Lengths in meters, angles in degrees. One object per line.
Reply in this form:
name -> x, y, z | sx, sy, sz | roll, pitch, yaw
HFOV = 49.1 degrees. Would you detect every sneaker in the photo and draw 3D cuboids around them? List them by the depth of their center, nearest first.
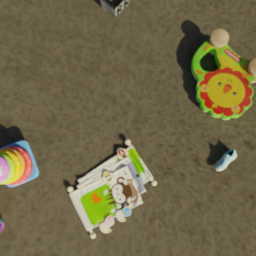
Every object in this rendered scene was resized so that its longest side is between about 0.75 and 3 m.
sneaker -> 3.246, 1.045, 9.433 | 0.949, 0.389, 0.351 | -40, 40, -14

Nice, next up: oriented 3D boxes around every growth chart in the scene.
growth chart -> -0.513, 2.033, 9.284 | 2.920, 0.259, 2.113 | -37, 78, -9

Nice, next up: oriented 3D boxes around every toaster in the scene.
toaster -> -0.572, -5.091, 11.144 | 1.058, 0.628, 0.956 | 39, 77, 10

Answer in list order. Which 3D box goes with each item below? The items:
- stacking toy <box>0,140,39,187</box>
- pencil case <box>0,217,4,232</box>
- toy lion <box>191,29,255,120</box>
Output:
stacking toy -> -3.791, 1.217, 8.324 | 1.297, 2.364, 1.372 | -21, 89, 3
pencil case -> -5.065, 2.293, 8.680 | 2.766, 1.177, 1.278 | 50, 40, 14
toy lion -> 3.390, -1.767, 10.139 | 2.746, 0.943, 2.632 | 43, 86, 11
